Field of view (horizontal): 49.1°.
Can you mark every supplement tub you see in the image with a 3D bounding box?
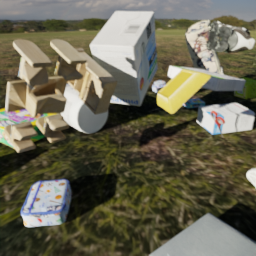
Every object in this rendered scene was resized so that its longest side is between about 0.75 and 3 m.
[{"bbox_3d":[-2.221,-0.878,12.088,1.640,1.640,2.486,-19,32,-37],"label":"supplement tub"}]

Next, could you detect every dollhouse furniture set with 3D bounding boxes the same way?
[{"bbox_3d":[-2.108,-1.219,8.012,2.950,2.710,1.919,-17,51,-43],"label":"dollhouse furniture set"}]

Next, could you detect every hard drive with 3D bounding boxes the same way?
[{"bbox_3d":[2.063,2.914,5.042,2.078,0.490,2.978,-18,30,-35],"label":"hard drive"}]

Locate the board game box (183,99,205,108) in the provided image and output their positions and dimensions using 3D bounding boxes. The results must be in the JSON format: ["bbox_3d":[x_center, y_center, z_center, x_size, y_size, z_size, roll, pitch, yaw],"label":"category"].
[{"bbox_3d":[3.410,-1.295,14.716,0.993,0.233,0.750,-6,25,-12],"label":"board game box"}]

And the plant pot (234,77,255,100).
[{"bbox_3d":[6.603,-2.194,15.856,0.917,1.006,1.011,-22,32,-27],"label":"plant pot"}]

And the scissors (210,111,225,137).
[{"bbox_3d":[2.484,-0.103,7.765,0.089,1.280,0.468,-45,63,-3],"label":"scissors"}]

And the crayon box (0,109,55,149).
[{"bbox_3d":[-4.470,-0.172,11.580,2.578,0.751,2.224,17,30,33],"label":"crayon box"}]

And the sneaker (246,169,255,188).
[{"bbox_3d":[3.758,1.677,7.653,0.916,0.601,1.592,-12,29,-29],"label":"sneaker"}]

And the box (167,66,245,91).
[{"bbox_3d":[2.744,-1.685,9.649,1.775,0.447,2.460,25,20,36],"label":"box"}]

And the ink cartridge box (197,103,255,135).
[{"bbox_3d":[4.169,-0.425,12.076,1.907,0.798,1.383,-6,25,-14],"label":"ink cartridge box"}]

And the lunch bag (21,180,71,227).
[{"bbox_3d":[-2.105,1.918,7.224,1.153,0.544,1.439,-3,23,-1],"label":"lunch bag"}]

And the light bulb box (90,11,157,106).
[{"bbox_3d":[-0.007,-2.572,10.388,1.564,2.506,2.484,9,50,19],"label":"light bulb box"}]

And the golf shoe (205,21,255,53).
[{"bbox_3d":[3.138,-2.755,8.781,1.128,0.928,2.388,9,28,-1],"label":"golf shoe"}]

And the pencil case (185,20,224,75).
[{"bbox_3d":[3.201,-3.025,11.574,1.191,2.662,1.036,-2,36,38],"label":"pencil case"}]

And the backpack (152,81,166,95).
[{"bbox_3d":[1.845,-2.433,16.753,0.930,0.716,0.886,-14,17,-22],"label":"backpack"}]

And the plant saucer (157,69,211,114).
[{"bbox_3d":[1.321,-1.056,7.284,1.338,0.324,1.338,-44,18,3],"label":"plant saucer"}]
